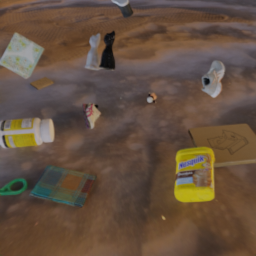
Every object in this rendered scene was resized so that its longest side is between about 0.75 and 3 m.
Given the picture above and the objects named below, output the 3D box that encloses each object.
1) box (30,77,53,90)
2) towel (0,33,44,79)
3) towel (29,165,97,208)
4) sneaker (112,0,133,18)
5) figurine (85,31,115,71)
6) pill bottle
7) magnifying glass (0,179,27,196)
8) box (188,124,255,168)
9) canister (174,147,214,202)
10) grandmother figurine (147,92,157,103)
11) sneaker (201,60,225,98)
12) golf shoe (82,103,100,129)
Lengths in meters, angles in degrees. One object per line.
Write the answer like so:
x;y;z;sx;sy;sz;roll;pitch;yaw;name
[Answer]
-4.475;-2.314;14.504;0.772;0.100;0.944;32;48;32;box
-3.791;-2.554;9.992;1.106;1.292;0.311;28;-4;-21;towel
-2.133;1.896;9.320;1.853;0.201;1.359;10;41;11;towel
-0.203;-4.284;9.906;0.449;0.629;1.269;-29;42;1;sneaker
-1.201;-3.390;12.336;0.715;1.620;1.660;1;8;-45;figurine
-3.861;0.176;10.722;1.857;1.061;1.061;-4;40;-5;pill bottle
-4.048;2.066;9.153;1.441;0.161;0.574;-21;44;-22;magnifying glass
3.812;0.625;10.810;2.529;0.269;2.067;-5;40;-5;box
2.176;1.519;9.173;1.276;0.744;1.718;-10;38;22;canister
0.920;-1.144;10.839;0.474;0.237;0.781;47;28;2;grandmother figurine
2.881;-1.788;9.638;0.659;0.543;1.434;21;65;-17;sneaker
-1.548;-0.571;12.002;0.749;0.590;1.626;-7;40;-8;golf shoe
